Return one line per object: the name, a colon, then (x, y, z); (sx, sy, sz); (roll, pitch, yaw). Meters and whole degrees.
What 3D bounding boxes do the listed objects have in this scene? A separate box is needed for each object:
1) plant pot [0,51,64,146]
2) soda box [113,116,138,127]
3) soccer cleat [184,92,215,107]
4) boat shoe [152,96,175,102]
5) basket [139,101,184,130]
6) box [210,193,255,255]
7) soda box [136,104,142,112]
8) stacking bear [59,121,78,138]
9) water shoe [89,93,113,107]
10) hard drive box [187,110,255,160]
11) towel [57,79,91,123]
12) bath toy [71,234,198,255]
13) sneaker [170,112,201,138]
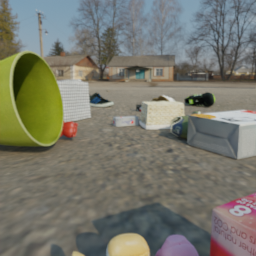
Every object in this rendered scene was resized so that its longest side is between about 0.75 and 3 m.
plant pot: (-2.960, -0.473, 6.357); (2.226, 2.083, 2.083); (-9, 8, 13)
soda box: (-0.081, -0.233, 9.996); (0.910, 0.311, 0.289); (-5, 11, -27)
soccer cleat: (4.191, -1.591, 16.493); (1.024, 0.853, 2.528); (-13, 7, -13)
boat shoe: (1.822, -1.074, 13.007); (0.883, 0.902, 2.549); (-2, 9, -11)
basket: (1.170, -0.454, 9.646); (1.409, 0.869, 0.955); (-1, 11, -11)
box: (1.395, 1.016, 0.796); (1.063, 1.110, 2.226); (-6, 12, -32)
soda box: (0.809, -0.965, 13.973); (0.378, 0.338, 1.068); (-7, 12, -29)
stacking bear: (-1.946, 0.002, 7.518); (1.149, 0.698, 0.654); (7, -34, -2)
water shoe: (-1.820, -1.659, 16.464); (2.074, 0.818, 0.741); (5, 12, 28)
hard drive box: (2.755, 0.086, 6.885); (2.045, 0.785, 1.594); (-6, 12, -30)
towel: (-2.376, -1.088, 11.104); (0.844, 1.634, 1.973); (1, 9, 28)
bath toy: (0.308, 1.094, 2.066); (1.466, 0.638, 0.542); (2, -13, -15)
sneaker: (1.724, -0.148, 8.430); (0.898, 0.671, 2.000); (7, 15, 11)
